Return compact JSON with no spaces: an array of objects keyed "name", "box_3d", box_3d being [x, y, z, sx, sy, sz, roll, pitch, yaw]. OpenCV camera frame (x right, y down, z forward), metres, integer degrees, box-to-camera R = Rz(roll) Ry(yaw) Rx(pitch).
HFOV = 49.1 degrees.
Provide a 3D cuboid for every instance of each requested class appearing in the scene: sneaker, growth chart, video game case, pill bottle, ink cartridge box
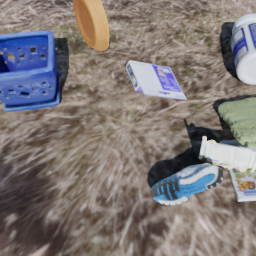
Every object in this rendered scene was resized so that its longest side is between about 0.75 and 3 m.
[{"name":"sneaker","box_3d":[1.299,1.240,6.456,1.657,0.621,0.718,-18,12,-1]},{"name":"growth chart","box_3d":[2.360,0.667,6.580,1.420,1.028,0.126,13,54,10]},{"name":"video game case","box_3d":[3.109,1.005,7.042,1.181,0.149,1.649,-3,53,-2]},{"name":"pill bottle","box_3d":[4.075,-2.613,9.097,1.307,1.307,2.259,5,53,4]},{"name":"ink cartridge box","box_3d":[0.823,-1.330,8.316,1.496,0.328,1.510,4,47,-27]}]

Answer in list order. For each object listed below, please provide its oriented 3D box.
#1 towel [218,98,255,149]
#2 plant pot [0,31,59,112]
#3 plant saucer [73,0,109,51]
[{"name":"towel","box_3d":[3.901,-0.184,7.462,2.558,0.467,1.897,-5,37,-1]},{"name":"plant pot","box_3d":[-2.904,-1.522,8.040,1.847,1.661,1.847,-8,53,-6]},{"name":"plant saucer","box_3d":[-1.234,-3.425,8.919,0.385,2.056,2.056,-26,57,-18]}]
